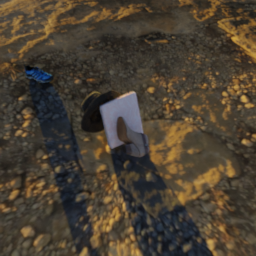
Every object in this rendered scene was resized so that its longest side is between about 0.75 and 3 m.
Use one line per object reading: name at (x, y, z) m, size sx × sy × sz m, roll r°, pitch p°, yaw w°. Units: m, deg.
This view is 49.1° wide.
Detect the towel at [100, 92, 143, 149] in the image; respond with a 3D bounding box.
towel at (-0.230, -0.311, 11.296) m, size 1.786 × 1.870 × 0.301 m, roll -25°, pitch 24°, yaw -33°

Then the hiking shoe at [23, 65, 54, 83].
hiking shoe at (-4.705, -2.816, 14.637) m, size 1.650 × 0.715 × 0.614 m, roll 11°, pitch 48°, yaw 10°

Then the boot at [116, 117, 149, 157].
boot at (0.227, 0.346, 10.940) m, size 1.199 × 0.576 × 1.641 m, roll -3°, pitch 81°, yaw -39°

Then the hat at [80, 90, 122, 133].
hat at (-1.305, -0.845, 11.632) m, size 2.345 × 2.345 × 0.946 m, roll -36°, pitch 64°, yaw -29°
